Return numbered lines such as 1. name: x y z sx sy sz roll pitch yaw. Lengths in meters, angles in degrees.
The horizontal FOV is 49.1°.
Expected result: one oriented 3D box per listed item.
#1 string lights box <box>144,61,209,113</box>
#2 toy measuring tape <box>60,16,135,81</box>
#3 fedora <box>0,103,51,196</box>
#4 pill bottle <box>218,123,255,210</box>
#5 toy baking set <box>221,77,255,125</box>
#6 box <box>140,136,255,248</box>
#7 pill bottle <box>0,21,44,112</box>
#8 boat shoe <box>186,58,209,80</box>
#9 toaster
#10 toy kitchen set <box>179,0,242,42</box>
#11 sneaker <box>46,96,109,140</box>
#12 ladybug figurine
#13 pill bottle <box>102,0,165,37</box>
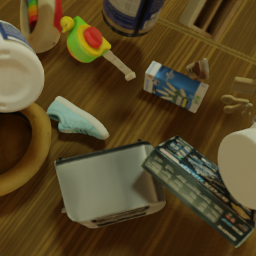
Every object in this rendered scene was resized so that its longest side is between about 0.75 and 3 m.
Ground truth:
1. string lights box: 1.333 -1.168 8.061 1.708 0.877 0.503 26 67 12
2. toy measuring tape: -0.539 -1.299 5.118 0.652 1.772 0.652 -31 38 28
3. fedora: -3.137 0.534 7.115 2.706 1.104 2.706 0 61 0
4. pill bottle: 2.552 0.371 4.101 2.203 1.258 1.258 -12 64 -18
5. toy baking set: 2.510 -0.452 5.148 1.652 1.268 0.192 25 62 -9
6. box: 1.339 0.973 5.071 1.960 1.558 0.451 39 111 15
7. pill bottle: -2.458 -1.330 5.363 1.234 1.234 2.222 -27 42 -12
8. boat shoe: 1.577 -1.288 6.408 0.452 1.259 0.477 -8 91 9
9. toaster: -0.267 1.304 6.232 2.314 2.092 1.373 -13 68 -6
10. toy kitchen set: 2.817 -2.539 5.752 1.951 2.157 2.391 15 27 -27
11. sneaker: -1.436 -0.081 7.690 1.966 0.727 0.805 31 74 24
12. ladybug figurine: -2.721 -3.622 8.896 0.933 1.760 2.593 2 83 -45
13. pill bottle: 0.316 -3.766 6.915 1.605 2.870 1.605 5 66 -12
